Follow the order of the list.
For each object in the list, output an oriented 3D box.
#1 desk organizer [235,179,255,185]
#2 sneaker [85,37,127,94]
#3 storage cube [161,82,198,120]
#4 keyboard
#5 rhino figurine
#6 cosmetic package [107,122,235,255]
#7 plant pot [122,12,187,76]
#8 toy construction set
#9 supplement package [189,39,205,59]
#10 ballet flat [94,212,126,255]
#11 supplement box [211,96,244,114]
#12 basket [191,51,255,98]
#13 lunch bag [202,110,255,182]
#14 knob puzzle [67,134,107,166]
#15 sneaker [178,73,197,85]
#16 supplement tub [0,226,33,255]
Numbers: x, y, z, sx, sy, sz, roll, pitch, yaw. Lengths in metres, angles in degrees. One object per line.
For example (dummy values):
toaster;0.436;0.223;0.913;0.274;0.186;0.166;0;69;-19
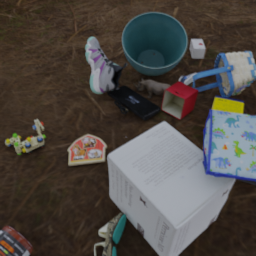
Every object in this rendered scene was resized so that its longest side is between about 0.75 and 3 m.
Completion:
desk organizer;3.933;1.189;9.467;2.433;0.873;0.937;15;45;14
sneaker;-0.835;-2.728;11.887;1.697;2.426;0.943;-5;9;25
storage cube;2.124;-1.144;11.598;0.996;1.165;1.047;32;47;29
keyboard;0.075;-1.041;12.022;1.436;0.307;2.391;-28;48;-33
rhino figurine;1.101;-1.726;12.365;1.879;0.822;0.562;19;47;18
cosmetic package;1.063;1.734;7.959;2.204;2.202;2.671;-29;52;-26
plant pot;1.151;-3.579;13.157;2.875;1.936;2.875;0;72;-1
toy construction set;-3.708;0.407;10.407;1.543;0.711;1.012;-38;55;-18
supplement package;3.699;-4.230;14.993;0.618;0.611;1.020;0;45;0
ballet flat;-0.565;3.192;7.686;0.720;0.648;1.911;0;48;15
supplement box;3.599;-0.116;10.570;1.102;1.109;2.025;14;46;15
basket;3.867;-2.097;11.566;2.468;2.176;1.717;-10;82;11
lunch bag;2.603;0.513;6.831;1.442;1.080;1.696;6;47;8
knob puzzle;-1.514;0.713;10.282;1.601;0.222;1.601;-4;42;3
sneaker;2.549;-2.160;12.025;0.796;0.321;0.583;-36;39;-10
supplement tub;-3.420;3.536;7.026;1.030;1.030;1.927;23;50;21
